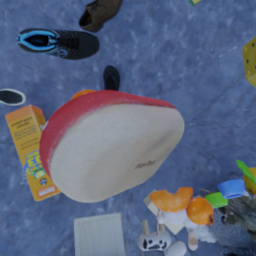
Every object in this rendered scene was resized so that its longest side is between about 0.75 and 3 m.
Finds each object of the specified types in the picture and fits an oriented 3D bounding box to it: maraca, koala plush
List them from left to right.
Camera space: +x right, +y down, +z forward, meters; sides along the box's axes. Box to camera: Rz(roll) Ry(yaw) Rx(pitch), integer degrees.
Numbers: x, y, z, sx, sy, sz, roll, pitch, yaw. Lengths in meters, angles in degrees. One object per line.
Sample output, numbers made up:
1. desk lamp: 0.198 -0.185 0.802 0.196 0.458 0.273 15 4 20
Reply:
1. koala plush: 2.796 2.704 6.899 2.285 2.368 2.576 -33 62 -14
2. maraca: 2.593 1.054 5.637 1.064 0.730 0.569 43 106 3

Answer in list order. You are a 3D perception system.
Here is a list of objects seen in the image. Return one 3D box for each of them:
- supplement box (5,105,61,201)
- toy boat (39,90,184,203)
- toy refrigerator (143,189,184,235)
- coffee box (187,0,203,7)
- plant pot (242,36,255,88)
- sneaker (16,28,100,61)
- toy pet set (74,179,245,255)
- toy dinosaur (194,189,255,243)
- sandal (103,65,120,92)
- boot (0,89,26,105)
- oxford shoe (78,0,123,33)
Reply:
1. supplement box: -2.437 0.671 7.598 0.817 0.845 2.457 -23 85 -1
2. toy boat: -0.385 0.023 5.020 1.886 2.885 1.882 42 110 22
3. toy refrigerator: 0.732 1.677 5.614 0.348 0.321 0.918 -44 108 -4
4. coffee box: 1.355 -3.728 5.655 1.306 0.467 2.124 -30 79 24
5. plant pot: 3.214 -1.455 5.833 1.369 1.329 1.338 -1 78 -11
6. sneaker: -1.585 -1.946 6.584 1.955 0.801 0.716 -4 106 -18
7. toy pet set: 0.384 2.127 4.603 2.657 2.846 1.511 -7 63 -3
8. toy dinosaur: 2.417 1.792 5.374 2.299 1.176 0.885 36 95 16
9. sandal: -0.487 -1.192 8.118 0.508 0.323 1.351 0 82 0
10. boot: -2.671 -0.720 6.250 0.939 0.677 0.340 5 101 1
11. oxford shoe: -0.625 -2.746 6.444 1.457 0.615 0.529 -39 75 35
